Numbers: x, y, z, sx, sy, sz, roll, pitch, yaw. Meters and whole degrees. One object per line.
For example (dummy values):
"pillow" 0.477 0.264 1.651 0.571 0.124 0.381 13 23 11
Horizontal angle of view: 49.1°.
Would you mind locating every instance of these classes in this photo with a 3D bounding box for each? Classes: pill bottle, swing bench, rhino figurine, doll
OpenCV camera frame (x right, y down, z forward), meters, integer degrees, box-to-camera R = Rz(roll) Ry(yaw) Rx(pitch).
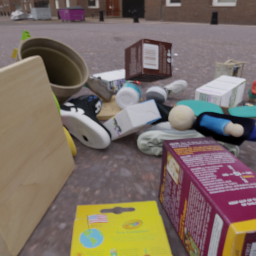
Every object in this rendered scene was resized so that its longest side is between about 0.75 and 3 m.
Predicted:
"pill bottle" 0.088 -1.230 10.375 0.815 0.815 1.471 5 23 11
"swing bench" 4.643 -2.409 12.984 1.284 1.277 0.833 -20 32 -35
"rhino figurine" -1.220 -1.604 10.579 1.690 0.505 0.739 32 40 -31
"doll" 2.271 0.034 5.949 2.840 0.688 1.938 9 0 6

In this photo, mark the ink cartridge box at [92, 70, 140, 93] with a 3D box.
"ink cartridge box" -0.212 -2.310 13.480 2.654 0.668 1.446 -17 29 -34

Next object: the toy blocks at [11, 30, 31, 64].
"toy blocks" -3.418 -2.029 10.986 1.965 2.874 1.436 20 12 1

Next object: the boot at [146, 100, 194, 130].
"boot" 1.844 -0.465 9.418 1.809 0.817 2.207 -17 34 -33

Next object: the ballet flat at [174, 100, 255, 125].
"ballet flat" 2.472 -0.167 7.339 2.600 0.820 0.892 5 38 4

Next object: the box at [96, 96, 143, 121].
"box" -0.592 -0.806 10.768 2.490 0.265 2.035 -3 25 -8

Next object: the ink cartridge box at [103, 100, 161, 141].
"ink cartridge box" 0.006 -0.153 8.344 1.026 0.605 1.783 -19 -6 -34

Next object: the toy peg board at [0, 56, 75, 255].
"toy peg board" -2.521 0.373 5.478 1.391 2.832 2.844 -6 23 14

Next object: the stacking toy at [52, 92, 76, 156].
"stacking toy" -2.477 -0.202 7.566 0.955 2.047 2.262 -28 36 -24

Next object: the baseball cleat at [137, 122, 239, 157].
"baseball cleat" 1.620 0.265 7.709 2.648 0.923 1.409 7 26 13

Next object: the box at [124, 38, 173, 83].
"box" 0.704 -2.360 10.063 1.216 1.228 1.480 0 0 -25

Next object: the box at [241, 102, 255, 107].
"box" 4.573 -0.313 9.396 1.603 0.398 1.591 17 27 18

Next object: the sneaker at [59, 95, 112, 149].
"sneaker" -1.171 -0.406 8.671 2.822 1.031 1.579 21 46 40

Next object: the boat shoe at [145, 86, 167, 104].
"boat shoe" 1.002 -1.185 9.869 0.705 0.581 2.054 29 -8 0

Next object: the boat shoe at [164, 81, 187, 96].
"boat shoe" 1.724 -1.571 11.751 1.504 0.533 0.525 -12 20 18

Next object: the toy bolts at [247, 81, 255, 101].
"toy bolts" 5.474 -1.167 11.268 1.360 0.943 1.299 17 69 12

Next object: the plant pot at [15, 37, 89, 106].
"plant pot" -2.795 -1.555 9.525 2.307 2.002 2.307 21 44 -22

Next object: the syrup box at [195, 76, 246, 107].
"syrup box" 3.518 -1.197 10.713 1.030 0.996 2.529 20 32 35

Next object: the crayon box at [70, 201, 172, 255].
"crayon box" -0.085 2.100 4.143 1.516 0.606 2.388 -1 26 -5

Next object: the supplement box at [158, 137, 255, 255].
"supplement box" 1.462 1.323 4.739 1.112 1.432 2.595 -4 23 -13

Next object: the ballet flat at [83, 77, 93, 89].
"ballet flat" -1.414 -1.721 11.122 1.395 0.491 0.470 22 21 -31
